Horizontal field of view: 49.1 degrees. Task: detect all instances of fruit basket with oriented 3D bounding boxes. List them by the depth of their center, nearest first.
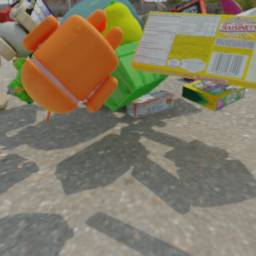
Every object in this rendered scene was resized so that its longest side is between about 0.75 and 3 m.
[{"bbox_3d":[-0.198,-2.240,8.545,2.878,2.076,2.878,21,51,-28],"label":"fruit basket"}]

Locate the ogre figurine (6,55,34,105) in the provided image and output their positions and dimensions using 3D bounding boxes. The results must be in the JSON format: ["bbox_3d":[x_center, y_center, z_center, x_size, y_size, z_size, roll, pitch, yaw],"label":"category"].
[{"bbox_3d":[-2.528,-1.503,7.904,2.215,1.087,1.328,-23,-1,18],"label":"ogre figurine"}]

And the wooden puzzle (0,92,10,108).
[{"bbox_3d":[-6.250,-1.109,12.299,2.053,0.382,1.899,-11,28,-11],"label":"wooden puzzle"}]

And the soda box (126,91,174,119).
[{"bbox_3d":[0.920,-1.004,11.668,2.070,0.658,0.708,-16,30,-32],"label":"soda box"}]

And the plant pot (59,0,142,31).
[{"bbox_3d":[-1.246,-3.405,10.546,2.860,2.860,2.295,14,38,26],"label":"plant pot"}]

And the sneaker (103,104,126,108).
[{"bbox_3d":[-0.869,-1.355,12.150,2.486,0.958,1.018,9,34,20],"label":"sneaker"}]

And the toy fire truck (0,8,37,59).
[{"bbox_3d":[-3.368,-2.785,9.842,1.798,2.550,0.622,9,38,15],"label":"toy fire truck"}]

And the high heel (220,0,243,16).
[{"bbox_3d":[3.207,-3.214,8.853,0.900,1.876,0.632,-40,29,10],"label":"high heel"}]

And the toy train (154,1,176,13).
[{"bbox_3d":[1.607,-3.837,10.487,1.933,0.818,1.119,17,46,-53],"label":"toy train"}]

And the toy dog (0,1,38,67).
[{"bbox_3d":[-3.328,-2.554,8.445,1.876,1.370,2.844,-33,37,4],"label":"toy dog"}]

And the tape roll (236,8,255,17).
[{"bbox_3d":[3.434,-2.228,7.706,1.941,1.941,1.333,-5,12,-11],"label":"tape roll"}]

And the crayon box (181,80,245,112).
[{"bbox_3d":[2.669,-1.128,8.756,1.506,0.439,1.300,-23,40,-31],"label":"crayon box"}]

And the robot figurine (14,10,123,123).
[{"bbox_3d":[-1.207,-1.320,5.883,2.449,1.761,1.428,-46,45,-2],"label":"robot figurine"}]

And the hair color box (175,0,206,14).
[{"bbox_3d":[2.301,-3.543,9.865,0.949,1.869,0.572,-16,-18,32],"label":"hair color box"}]

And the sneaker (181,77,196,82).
[{"bbox_3d":[3.666,-2.893,15.558,1.961,0.688,0.764,17,23,28],"label":"sneaker"}]

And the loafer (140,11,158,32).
[{"bbox_3d":[0.704,-4.188,11.319,1.545,0.555,0.486,-24,-17,9],"label":"loafer"}]

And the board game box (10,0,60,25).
[{"bbox_3d":[-3.660,-4.284,11.258,0.720,2.098,2.538,-23,42,15],"label":"board game box"}]

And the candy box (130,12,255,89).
[{"bbox_3d":[1.462,-1.697,5.859,2.734,1.397,0.361,16,-11,29],"label":"candy box"}]
